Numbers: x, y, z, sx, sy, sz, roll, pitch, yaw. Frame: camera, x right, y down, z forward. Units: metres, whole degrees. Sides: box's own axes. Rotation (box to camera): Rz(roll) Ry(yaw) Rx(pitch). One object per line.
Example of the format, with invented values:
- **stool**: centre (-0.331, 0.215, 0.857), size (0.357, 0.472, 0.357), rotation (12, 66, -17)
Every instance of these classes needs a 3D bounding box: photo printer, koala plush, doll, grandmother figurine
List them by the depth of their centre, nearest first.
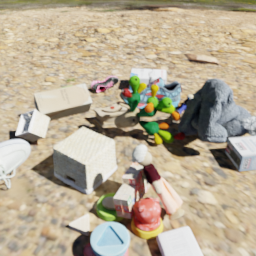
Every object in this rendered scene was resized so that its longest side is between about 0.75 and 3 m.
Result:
- **photo printer**: centre (1.215, 2.865, 6.441), size (0.878, 0.366, 1.055), rotation (-14, 34, -7)
- **grandmother figurine**: centre (0.723, 1.343, 7.287), size (0.607, 2.004, 1.215), rotation (-31, 4, -9)
- **koala plush**: centre (3.556, -0.382, 10.210), size (2.474, 2.273, 2.194), rotation (20, 1, -21)
- **doll**: centre (2.420, -0.958, 12.031), size (0.364, 1.024, 1.501), rotation (41, 55, 4)

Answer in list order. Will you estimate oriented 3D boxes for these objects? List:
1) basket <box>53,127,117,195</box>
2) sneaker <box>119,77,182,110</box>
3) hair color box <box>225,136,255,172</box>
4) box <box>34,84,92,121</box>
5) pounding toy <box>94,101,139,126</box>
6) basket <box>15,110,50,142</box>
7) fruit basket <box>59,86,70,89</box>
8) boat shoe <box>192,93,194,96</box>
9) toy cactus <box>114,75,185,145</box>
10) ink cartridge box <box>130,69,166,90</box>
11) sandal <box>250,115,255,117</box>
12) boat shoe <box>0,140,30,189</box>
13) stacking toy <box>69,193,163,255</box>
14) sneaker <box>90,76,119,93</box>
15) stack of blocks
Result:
- **basket**: centre (-1.353, 0.974, 8.711), size (1.494, 1.212, 1.507), rotation (21, 40, 28)
- **sneaker**: centre (1.014, -1.658, 12.242), size (2.893, 1.382, 1.147), rotation (-2, 39, -23)
- **hair color box**: centre (4.546, 0.805, 9.477), size (2.137, 0.648, 1.058), rotation (-4, 32, -8)
- **box**: centre (-2.758, -1.066, 11.873), size (2.202, 0.856, 1.046), rotation (-17, 73, -24)
- **pounding toy**: centre (-0.521, -0.816, 11.657), size (1.805, 1.036, 1.032), rotation (-7, 37, -10)
- **basket**: centre (-3.468, -0.046, 10.204), size (0.910, 0.739, 0.919), rotation (-14, 57, 38)
- **fruit basket**: centre (-3.151, -1.592, 13.189), size (1.210, 0.873, 1.210), rotation (6, 47, -7)
- **boat shoe**: centre (3.277, -1.063, 12.250), size (0.548, 0.584, 1.584), rotation (-4, 36, -43)
- **toy cactus**: centre (0.536, -0.388, 10.087), size (2.409, 2.920, 1.493), rotation (-20, 36, 34)
- **ink cartridge box**: centre (1.041, -2.478, 14.522), size (1.829, 0.770, 1.322), rotation (3, 33, 5)
- **sandal**: centre (5.753, -0.367, 11.460), size (1.839, 0.497, 0.739), rotation (9, 34, 14)
- **boat shoe**: centre (-3.970, 1.337, 8.159), size (1.228, 1.064, 2.880), rotation (22, 39, 38)
- **stacking toy**: centre (-0.339, 2.240, 6.996), size (1.909, 0.891, 2.109), rotation (27, 41, 35)
- **sneaker**: centre (-1.107, -2.154, 14.258), size (1.524, 0.602, 0.727), rotation (-22, 41, -16)
- **stack of blocks**: centre (0.117, 1.635, 7.564), size (0.411, 0.809, 1.405), rotation (2, 28, 26)
